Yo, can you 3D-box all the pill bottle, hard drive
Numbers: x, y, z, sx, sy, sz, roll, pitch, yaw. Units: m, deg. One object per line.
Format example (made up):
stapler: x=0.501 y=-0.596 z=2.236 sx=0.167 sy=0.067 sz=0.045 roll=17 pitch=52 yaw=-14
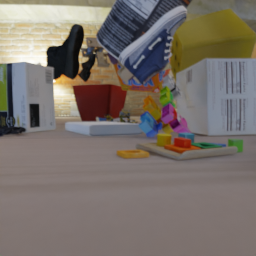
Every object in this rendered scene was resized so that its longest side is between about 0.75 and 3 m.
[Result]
pill bottle: x=0.537 y=-2.829 z=6.389 sx=1.447 sy=2.725 sz=1.447 roll=31 pitch=25 yaw=-16
hard drive: x=-0.854 y=-0.005 z=8.727 sx=1.616 sy=0.327 sz=2.450 roll=-2 pitch=3 yaw=-27

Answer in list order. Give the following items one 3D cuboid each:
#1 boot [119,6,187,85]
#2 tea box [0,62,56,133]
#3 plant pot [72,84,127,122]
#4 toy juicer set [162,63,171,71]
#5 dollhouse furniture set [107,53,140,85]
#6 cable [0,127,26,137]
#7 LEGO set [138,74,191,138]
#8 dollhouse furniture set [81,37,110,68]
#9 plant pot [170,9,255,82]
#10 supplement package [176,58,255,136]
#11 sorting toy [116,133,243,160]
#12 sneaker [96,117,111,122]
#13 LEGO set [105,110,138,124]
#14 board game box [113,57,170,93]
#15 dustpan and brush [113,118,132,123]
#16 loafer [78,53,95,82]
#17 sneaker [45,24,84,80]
boot: x=0.615 y=-1.484 z=5.126 sx=1.522 sy=0.687 sz=0.554 roll=-40 pitch=-9 yaw=4
tea box: x=-3.690 y=-0.957 z=9.272 sx=2.110 sy=2.145 sz=1.433 roll=2 pitch=4 yaw=22
plant pot: x=-1.581 y=-1.331 z=16.285 sx=2.439 sy=2.151 sz=2.441 roll=1 pitch=3 yaw=22
toy juicer set: x=0.525 y=-2.412 z=8.866 sx=0.611 sy=2.246 sz=1.429 roll=-34 pitch=-11 yaw=0
dollhouse furniture set: x=0.942 y=-2.961 z=11.521 sx=1.953 sy=2.752 sz=2.180 roll=36 pitch=20 yaw=-37
cable: x=-3.329 y=0.104 z=7.777 sx=1.135 sy=0.288 sz=0.926 roll=-1 pitch=-3 yaw=30
LEGO set: x=1.032 y=-0.300 z=7.495 sx=1.054 sy=1.134 sz=2.763 roll=-35 pitch=19 yaw=24
dollhouse furniture set: x=-1.561 y=-3.366 z=13.183 sx=0.980 sy=1.398 sz=0.985 roll=-3 pitch=-18 yaw=-25
plant pot: x=3.134 y=-2.952 z=11.452 sx=2.473 sy=2.804 sz=2.804 roll=-4 pitch=42 yaw=-3
supplement package: x=3.283 y=-0.911 z=8.753 sx=2.864 sy=2.106 sz=2.739 roll=-2 pitch=3 yaw=-8
sorting toy: x=0.863 y=0.248 z=4.365 sx=2.144 sy=0.292 sz=1.207 roll=-2 pitch=4 yaw=-31
sneaker: x=-1.025 y=-0.267 z=12.281 sx=0.663 sy=0.458 sz=1.192 roll=-8 pitch=-3 yaw=0
LEGO set: x=-0.322 y=-0.382 z=11.259 sx=1.378 sy=0.798 sz=1.060 roll=-1 pitch=3 yaw=-10
board game box: x=0.725 y=-3.208 z=13.673 sx=2.068 sy=2.066 sz=2.067 roll=8 pitch=-39 yaw=25
dustpan and brush: x=-0.148 y=-0.340 z=14.784 sx=1.165 sy=0.478 sz=1.669 roll=-11 pitch=2 yaw=-32
loafer: x=-1.951 y=-2.847 z=12.987 sx=0.556 sy=1.537 sz=0.559 roll=32 pitch=37 yaw=2
sneaker: x=-2.677 y=-2.951 z=11.153 sx=1.487 sy=2.850 sz=0.856 roll=25 pitch=44 yaw=7
